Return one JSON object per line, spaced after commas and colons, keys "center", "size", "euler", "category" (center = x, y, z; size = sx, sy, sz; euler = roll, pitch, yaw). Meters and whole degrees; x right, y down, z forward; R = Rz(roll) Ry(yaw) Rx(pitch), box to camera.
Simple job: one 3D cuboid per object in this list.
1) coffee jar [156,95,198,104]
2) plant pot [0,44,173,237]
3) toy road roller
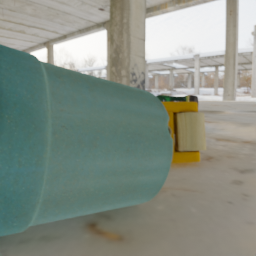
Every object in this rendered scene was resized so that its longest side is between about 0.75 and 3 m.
{"center": [2.913, -1.325, 16.798], "size": [2.541, 1.325, 1.084], "euler": [1, 9, 19], "category": "coffee jar"}
{"center": [-0.713, 0.188, 3.299], "size": [2.027, 2.069, 2.069], "euler": [6, 3, -32], "category": "plant pot"}
{"center": [0.570, 0.138, 6.155], "size": [1.991, 1.224, 1.454], "euler": [-1, -4, -5], "category": "toy road roller"}
